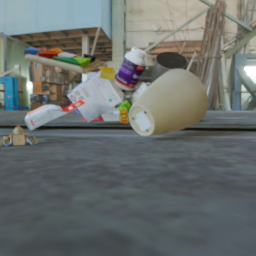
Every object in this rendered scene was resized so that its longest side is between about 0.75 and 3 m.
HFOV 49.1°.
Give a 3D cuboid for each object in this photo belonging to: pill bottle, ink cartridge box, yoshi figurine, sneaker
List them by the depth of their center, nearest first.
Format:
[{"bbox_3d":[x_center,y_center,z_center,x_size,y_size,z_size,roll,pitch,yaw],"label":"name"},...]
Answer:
[{"bbox_3d":[0.102,-1.847,8.813,0.706,1.255,0.706,21,26,-11],"label":"pill bottle"},{"bbox_3d":[-2.717,-0.698,10.363,2.120,0.531,1.719,-30,16,-10],"label":"ink cartridge box"},{"bbox_3d":[-0.145,-0.797,12.142,0.758,0.761,1.353,38,20,-29],"label":"yoshi figurine"},{"bbox_3d":[-1.539,-1.327,12.246,2.280,1.556,0.870,-31,17,15],"label":"ink cartridge box"},{"bbox_3d":[-0.364,-2.207,12.768,2.587,1.061,0.907,-40,-4,21],"label":"sneaker"},{"bbox_3d":[0.524,-1.108,13.712,1.424,1.117,2.866,-34,-23,-3],"label":"sneaker"},{"bbox_3d":[-1.480,-1.683,15.268,1.882,2.608,1.092,-2,5,-22],"label":"ink cartridge box"}]

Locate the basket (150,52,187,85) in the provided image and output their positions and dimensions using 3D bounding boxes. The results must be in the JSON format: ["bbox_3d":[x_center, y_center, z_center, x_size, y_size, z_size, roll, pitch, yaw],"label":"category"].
[{"bbox_3d":[1.200,-1.386,8.685,1.130,1.661,1.498,11,48,6],"label":"basket"}]

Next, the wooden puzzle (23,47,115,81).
[{"bbox_3d":[-1.658,-1.928,7.866,2.890,0.338,1.950,12,21,2],"label":"wooden puzzle"}]

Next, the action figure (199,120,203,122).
[{"bbox_3d":[3.217,-0.812,14.569,1.225,1.052,2.061,11,2,-3],"label":"action figure"}]

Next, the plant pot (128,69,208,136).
[{"bbox_3d":[0.891,-0.498,7.177,1.631,1.631,1.741,5,26,45],"label":"plant pot"}]

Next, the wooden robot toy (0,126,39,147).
[{"bbox_3d":[-2.422,0.162,6.062,0.940,0.427,0.414,-2,5,-25],"label":"wooden robot toy"}]
